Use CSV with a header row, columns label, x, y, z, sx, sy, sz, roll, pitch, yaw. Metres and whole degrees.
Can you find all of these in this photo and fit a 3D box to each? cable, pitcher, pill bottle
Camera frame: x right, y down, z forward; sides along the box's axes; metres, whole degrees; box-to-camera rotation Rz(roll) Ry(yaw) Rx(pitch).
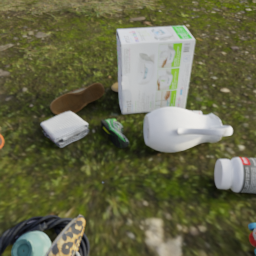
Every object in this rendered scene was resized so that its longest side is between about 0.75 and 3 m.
label,x,y,z,sx,sy,sz,roll,pitch,yaw
cable,-2.178,2.885,6.592,2.397,0.609,1.956,7,41,9
pitcher,1.827,0.058,8.940,2.445,1.482,2.097,-1,1,-7
pill bottle,3.476,1.367,8.040,1.762,1.003,1.003,3,41,3

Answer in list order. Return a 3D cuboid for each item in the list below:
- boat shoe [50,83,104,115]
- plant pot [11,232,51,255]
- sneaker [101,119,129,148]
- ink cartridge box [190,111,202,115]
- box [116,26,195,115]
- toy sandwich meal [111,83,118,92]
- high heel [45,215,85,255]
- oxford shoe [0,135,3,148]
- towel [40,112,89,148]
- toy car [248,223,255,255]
label,x,y,z,sx,sy,sz,roll,pitch,yaw
boat shoe,-2.071,-1.170,11.309,2.276,0.821,0.819,-30,16,-17
plant pot,-2.289,2.820,6.427,0.869,0.582,0.869,-5,66,10
sneaker,-0.379,0.114,9.815,0.658,0.602,1.544,-20,44,-22
ink cartridge box,2.342,-0.331,10.511,0.845,0.356,0.611,3,40,3
box,0.912,-2.113,10.607,2.595,2.941,1.422,-5,40,-5
toy sandwich meal,-0.305,-1.705,12.195,0.849,0.291,0.849,-2,39,2
high heel,-0.940,3.130,5.452,1.736,0.869,2.435,25,81,13
oxford shoe,-5.313,0.787,8.733,2.680,0.954,0.972,-26,27,-29
towel,-2.230,0.070,9.913,1.345,0.576,1.114,-30,51,-33
toy car,3.253,2.563,6.648,0.707,0.799,0.737,-11,53,16
